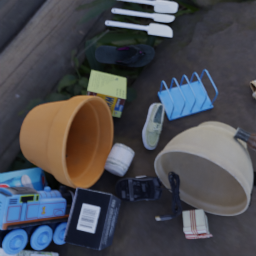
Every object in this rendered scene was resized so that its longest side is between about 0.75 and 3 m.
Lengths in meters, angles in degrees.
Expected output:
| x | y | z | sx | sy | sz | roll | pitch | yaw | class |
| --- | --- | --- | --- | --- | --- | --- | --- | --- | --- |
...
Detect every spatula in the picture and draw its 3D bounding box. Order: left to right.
| x | y | z | sx | sy | sz | roll | pitch | yaw | class |
| --- | --- | --- | --- | --- | --- | --- | --- | --- | --- |
| 0.611 | -5.039 | 12.459 | 2.979 | 0.239 | 2.071 | 10 | 71 | 6 | spatula |

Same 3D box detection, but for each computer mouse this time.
| x | y | z | sx | sy | sz | roll | pitch | yaw | class |
| --- | --- | --- | --- | --- | --- | --- | --- | --- | --- |
| 0.691 | 2.210 | 8.924 | 2.115 | 0.487 | 1.485 | -11 | 89 | 14 | computer mouse |

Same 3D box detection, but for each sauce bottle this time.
| x | y | z | sx | sy | sz | roll | pitch | yaw | class |
| --- | --- | --- | --- | --- | --- | --- | --- | --- | --- |
| 3.558 | 0.450 | 7.422 | 1.487 | 0.481 | 0.481 | 30 | 69 | 12 | sauce bottle |

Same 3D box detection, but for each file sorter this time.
| x | y | z | sx | sy | sz | roll | pitch | yaw | class |
| --- | --- | --- | --- | --- | --- | --- | --- | --- | --- |
| 2.163 | -1.234 | 10.220 | 1.759 | 1.079 | 1.220 | -16 | 67 | -8 | file sorter |

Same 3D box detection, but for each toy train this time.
| x | y | z | sx | sy | sz | roll | pitch | yaw | class |
| --- | --- | --- | --- | --- | --- | --- | --- | --- | --- |
| -2.539 | 2.421 | 7.745 | 1.201 | 2.770 | 1.582 | 8 | 87 | 40 | toy train |

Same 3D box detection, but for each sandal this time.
| x | y | z | sx | sy | sz | roll | pitch | yaw | class |
| --- | --- | --- | --- | --- | --- | --- | --- | --- | --- |
| -0.123 | -2.787 | 10.780 | 2.324 | 0.556 | 0.873 | -2 | 93 | 1 | sandal |

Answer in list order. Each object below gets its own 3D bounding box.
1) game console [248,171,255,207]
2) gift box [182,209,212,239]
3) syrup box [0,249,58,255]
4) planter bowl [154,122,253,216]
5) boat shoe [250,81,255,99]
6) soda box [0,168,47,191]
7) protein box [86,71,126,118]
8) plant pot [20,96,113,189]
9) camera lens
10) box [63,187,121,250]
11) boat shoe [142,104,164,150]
| x | y | z | sx | sy | sz | roll | pitch | yaw | class |
| --- | --- | --- | --- | --- | --- | --- | --- | --- | --- |
| 3.993 | 1.990 | 9.257 | 0.729 | 0.149 | 1.236 | 17 | 67 | 8 | game console |
| 2.078 | 2.955 | 8.407 | 0.720 | 0.781 | 0.729 | -17 | 44 | 24 | gift box |
| -2.987 | 3.905 | 8.076 | 1.711 | 0.697 | 0.674 | 3 | 65 | 3 | syrup box |
| 2.436 | 0.997 | 8.419 | 2.784 | 2.784 | 1.874 | 29 | 57 | 12 | planter bowl |
| 4.928 | -1.273 | 10.609 | 0.425 | 0.453 | 1.228 | -4 | 56 | 1 | boat shoe |
| -3.799 | 1.921 | 8.797 | 2.308 | 0.740 | 0.783 | -10 | 28 | -4 | soda box |
| -0.803 | -1.208 | 9.946 | 1.297 | 0.875 | 1.287 | 11 | 42 | -10 | protein box |
| -1.960 | 0.321 | 8.767 | 1.972 | 2.818 | 2.818 | 9 | 65 | 22 | plant pot |
| -0.289 | 1.049 | 9.330 | 0.754 | 0.754 | 0.943 | 22 | 70 | 10 | camera lens |
| -0.920 | 2.565 | 7.937 | 0.997 | 1.911 | 1.414 | 9 | 71 | 9 | box |
| 0.887 | -0.074 | 9.730 | 0.597 | 0.514 | 1.658 | 11 | 81 | -18 | boat shoe |
